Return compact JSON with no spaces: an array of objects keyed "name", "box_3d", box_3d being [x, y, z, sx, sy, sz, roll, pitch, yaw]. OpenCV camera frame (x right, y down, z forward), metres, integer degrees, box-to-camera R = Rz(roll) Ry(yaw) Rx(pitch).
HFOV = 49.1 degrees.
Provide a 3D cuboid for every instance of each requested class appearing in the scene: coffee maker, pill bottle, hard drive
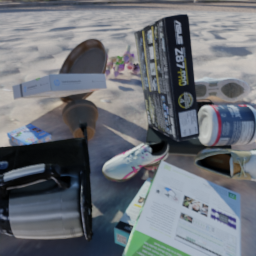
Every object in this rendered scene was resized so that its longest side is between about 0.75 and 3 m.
[{"name":"coffee maker","box_3d":[-2.194,1.175,5.802,2.809,1.892,2.698,-4,21,-6]},{"name":"pill bottle","box_3d":[3.005,-0.081,7.880,1.877,1.122,1.122,-2,28,-10]},{"name":"hard drive","box_3d":[1.810,0.263,8.839,2.452,0.403,1.711,3,29,6]}]

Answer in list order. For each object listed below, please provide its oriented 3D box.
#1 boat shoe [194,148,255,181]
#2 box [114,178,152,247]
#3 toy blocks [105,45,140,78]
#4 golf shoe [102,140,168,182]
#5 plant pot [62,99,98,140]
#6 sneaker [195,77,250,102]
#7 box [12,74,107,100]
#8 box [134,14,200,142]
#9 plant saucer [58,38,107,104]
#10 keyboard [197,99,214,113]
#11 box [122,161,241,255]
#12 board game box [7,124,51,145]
[{"name":"boat shoe","box_3d":[2.723,0.932,6.833,2.271,0.849,0.777,-2,7,42]},{"name":"box","box_3d":[0.419,1.801,5.986,0.713,0.426,1.733,13,31,23]},{"name":"toy blocks","box_3d":[-0.401,-3.119,14.544,1.612,1.725,1.452,-2,59,21]},{"name":"golf shoe","box_3d":[0.204,0.757,7.213,1.917,0.883,0.696,-15,48,-30]},{"name":"plant pot","box_3d":[-1.486,-0.172,9.037,1.192,1.192,1.039,-7,45,-12]},{"name":"sneaker","box_3d":[3.815,-1.808,12.081,2.648,1.032,1.316,4,25,6]},{"name":"box","box_3d":[-2.553,-1.474,10.197,2.233,0.590,2.865,-11,7,-43]},{"name":"box","box_3d":[0.983,-1.315,7.677,0.727,2.961,2.387,-13,12,-14]},{"name":"plant saucer","box_3d":[-1.891,-2.327,11.764,2.950,2.950,0.473,30,4,43]},{"name":"keyboard","box_3d":[2.398,-0.664,9.471,2.520,0.499,1.312,9,-14,1]},{"name":"box","box_3d":[1.124,1.873,5.270,1.906,0.480,2.641,23,33,8]},{"name":"board game box","box_3d":[-3.198,0.266,9.042,1.151,0.211,0.871,21,35,34]}]
